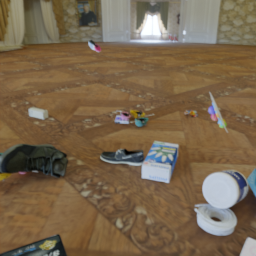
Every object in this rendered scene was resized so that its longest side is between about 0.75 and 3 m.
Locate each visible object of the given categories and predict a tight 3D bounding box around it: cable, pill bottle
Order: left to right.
[{"bbox_3d":[2.628,2.731,8.377,1.125,0.390,1.125,-3,25,-11],"label":"cable"},{"bbox_3d":[3.189,1.888,8.934,1.053,1.053,1.895,18,7,34],"label":"pill bottle"}]

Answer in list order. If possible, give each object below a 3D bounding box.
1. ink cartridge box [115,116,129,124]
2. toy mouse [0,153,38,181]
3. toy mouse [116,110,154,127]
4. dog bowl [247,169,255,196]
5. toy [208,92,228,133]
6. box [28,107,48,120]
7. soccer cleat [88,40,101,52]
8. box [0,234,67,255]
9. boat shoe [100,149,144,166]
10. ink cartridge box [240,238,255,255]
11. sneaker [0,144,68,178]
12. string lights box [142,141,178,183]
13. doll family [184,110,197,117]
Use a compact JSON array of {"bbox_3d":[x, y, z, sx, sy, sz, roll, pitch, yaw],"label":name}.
[{"bbox_3d":[-0.322,-0.464,15.686,0.753,0.165,0.760,3,26,4],"label":"ink cartridge box"},{"bbox_3d":[-4.676,1.442,10.898,2.392,0.463,2.126,6,21,-11],"label":"toy mouse"},{"bbox_3d":[0.295,-0.469,15.227,2.132,0.413,1.895,13,24,3],"label":"toy mouse"},{"bbox_3d":[4.488,2.123,9.067,1.078,0.479,1.934,38,20,-13],"label":"dog bowl"},{"bbox_3d":[3.371,-0.523,10.816,0.380,1.610,0.927,-26,43,22],"label":"toy"},{"bbox_3d":[-5.191,-0.844,16.184,1.135,0.466,0.388,14,27,25],"label":"box"},{"bbox_3d":[-1.538,-3.724,12.974,0.288,0.356,0.825,-31,67,-26],"label":"soccer cleat"},{"bbox_3d":[-2.303,3.399,6.923,1.542,0.355,1.226,-11,27,-23],"label":"box"},{"bbox_3d":[-0.253,1.120,11.669,1.855,0.627,0.666,4,26,11],"label":"boat shoe"},{"bbox_3d":[3.533,3.619,6.288,2.153,0.614,1.750,12,26,33],"label":"ink cartridge box"},{"bbox_3d":[-3.283,1.239,10.321,1.567,1.046,2.736,17,7,28],"label":"sneaker"},{"bbox_3d":[1.318,1.317,11.202,1.062,0.610,2.067,8,25,16],"label":"string lights box"},{"bbox_3d":[3.643,-0.905,16.405,0.522,0.379,0.840,-18,30,-34],"label":"doll family"}]
